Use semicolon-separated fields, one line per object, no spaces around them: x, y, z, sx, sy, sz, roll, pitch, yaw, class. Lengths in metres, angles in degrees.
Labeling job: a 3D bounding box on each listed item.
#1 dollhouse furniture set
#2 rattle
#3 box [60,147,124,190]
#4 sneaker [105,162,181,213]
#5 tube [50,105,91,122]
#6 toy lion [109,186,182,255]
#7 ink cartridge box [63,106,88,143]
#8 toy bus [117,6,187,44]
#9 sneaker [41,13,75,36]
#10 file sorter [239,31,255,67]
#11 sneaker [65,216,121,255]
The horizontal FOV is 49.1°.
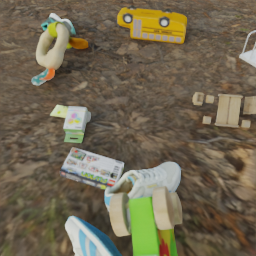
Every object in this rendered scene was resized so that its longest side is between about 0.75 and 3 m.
2.907;-0.548;8.530;1.838;0.953;0.814;6;4;6;dollhouse furniture set
-2.528;-2.518;10.768;1.759;1.930;2.701;-20;62;17;rattle
-0.861;1.006;6.817;1.379;0.239;0.759;16;51;7;box
0.382;1.270;6.229;1.936;0.782;0.741;-29;35;-21;sneaker
-1.774;-0.444;8.660;1.238;0.321;0.359;12;11;17;tube
0.484;2.273;4.371;0.898;2.616;2.508;-11;72;12;toy lion
-1.522;-0.108;8.059;0.535;0.306;1.031;4;62;7;ink cartridge box
1.053;-4.532;12.300;2.942;1.152;0.958;9;46;10;toy bus
-3.188;-4.509;12.727;2.004;0.777;0.914;32;66;35;sneaker
5.482;-2.945;10.698;1.225;1.099;1.765;-21;47;-21;file sorter
-0.613;2.509;5.131;0.912;0.864;2.259;-49;48;-6;sneaker
